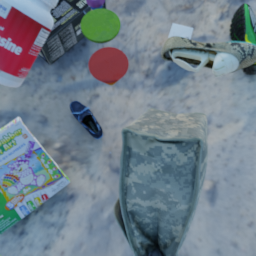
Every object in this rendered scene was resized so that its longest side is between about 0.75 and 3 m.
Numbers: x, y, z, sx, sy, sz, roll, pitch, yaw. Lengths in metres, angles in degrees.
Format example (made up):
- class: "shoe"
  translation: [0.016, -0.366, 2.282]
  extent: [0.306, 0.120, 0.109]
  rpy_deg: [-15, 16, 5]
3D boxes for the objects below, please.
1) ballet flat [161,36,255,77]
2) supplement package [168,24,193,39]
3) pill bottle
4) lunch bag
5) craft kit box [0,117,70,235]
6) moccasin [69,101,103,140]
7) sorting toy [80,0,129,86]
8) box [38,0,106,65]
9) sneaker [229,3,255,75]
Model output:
- class: "ballet flat"
  translation: [1.901, -1.679, 6.834]
  extent: [2.385, 0.809, 0.898]
  rpy_deg: [17, 59, 25]
- class: "supplement package"
  translation: [1.646, -2.823, 9.142]
  extent: [0.702, 0.499, 0.901]
  rpy_deg: [17, 74, 6]
- class: "pill bottle"
  translation: [-2.446, -2.127, 6.103]
  extent: [1.256, 1.256, 2.238]
  rpy_deg: [34, 100, 10]
- class: "lunch bag"
  translation: [0.639, 1.019, 5.109]
  extent: [1.444, 2.015, 2.456]
  rpy_deg: [6, 105, 15]
- class: "craft kit box"
  translation: [-3.039, 1.247, 7.184]
  extent: [2.241, 0.544, 2.213]
  rpy_deg: [-37, 113, -11]
- class: "moccasin"
  translation: [-1.216, -0.318, 8.345]
  extent: [0.577, 0.489, 1.434]
  rpy_deg: [-43, 77, -12]
- class: "sorting toy"
  translation: [-0.606, -2.098, 6.846]
  extent: [0.929, 0.922, 2.678]
  rpy_deg: [-11, 71, -3]
- class: "box"
  translation: [-2.390, -3.797, 9.107]
  extent: [2.193, 1.153, 2.678]
  rpy_deg: [42, 77, 12]
- class: "sneaker"
  translation: [4.025, -2.875, 9.050]
  extent: [1.027, 0.940, 2.410]
  rpy_deg: [-10, 81, -11]
